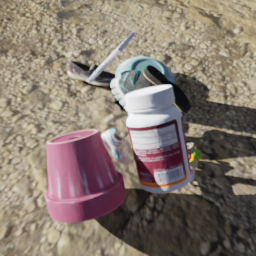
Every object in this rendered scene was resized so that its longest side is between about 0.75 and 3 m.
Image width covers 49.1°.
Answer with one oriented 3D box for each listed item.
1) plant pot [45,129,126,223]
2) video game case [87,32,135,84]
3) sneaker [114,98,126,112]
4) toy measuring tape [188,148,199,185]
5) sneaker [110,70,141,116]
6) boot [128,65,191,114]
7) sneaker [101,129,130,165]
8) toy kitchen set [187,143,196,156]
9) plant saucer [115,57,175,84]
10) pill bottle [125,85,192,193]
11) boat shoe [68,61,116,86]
[{"bbox_3d":[-1.391,1.244,8.222,2.360,2.112,2.360,-12,11,2],"label":"plant pot"},{"bbox_3d":[-0.695,-2.760,11.097,0.197,2.181,1.562,42,45,-13],"label":"video game case"},{"bbox_3d":[0.021,-0.824,11.177,1.380,0.480,0.686,30,48,-2],"label":"sneaker"},{"bbox_3d":[2.237,1.356,10.032,0.511,0.511,1.389,11,72,10],"label":"toy measuring tape"},{"bbox_3d":[0.614,-0.852,10.203,2.868,1.308,1.113,52,30,-6],"label":"sneaker"},{"bbox_3d":[0.996,-0.956,9.255,1.924,1.331,0.745,48,42,5],"label":"boot"},{"bbox_3d":[-0.307,0.673,9.637,0.573,1.418,0.543,-30,19,21],"label":"sneaker"},{"bbox_3d":[1.803,1.068,9.249,0.864,1.059,0.955,-15,38,23],"label":"toy kitchen set"},{"bbox_3d":[0.830,-2.411,12.613,2.770,0.533,2.770,4,55,-6],"label":"plant saucer"},{"bbox_3d":[0.843,0.287,8.111,1.604,2.810,1.604,-12,13,3],"label":"pill bottle"},{"bbox_3d":[-1.628,-2.565,13.035,2.465,0.799,0.886,14,38,9],"label":"boat shoe"}]
